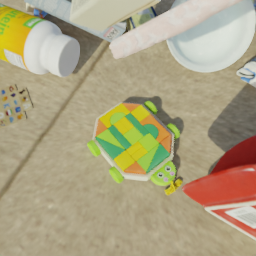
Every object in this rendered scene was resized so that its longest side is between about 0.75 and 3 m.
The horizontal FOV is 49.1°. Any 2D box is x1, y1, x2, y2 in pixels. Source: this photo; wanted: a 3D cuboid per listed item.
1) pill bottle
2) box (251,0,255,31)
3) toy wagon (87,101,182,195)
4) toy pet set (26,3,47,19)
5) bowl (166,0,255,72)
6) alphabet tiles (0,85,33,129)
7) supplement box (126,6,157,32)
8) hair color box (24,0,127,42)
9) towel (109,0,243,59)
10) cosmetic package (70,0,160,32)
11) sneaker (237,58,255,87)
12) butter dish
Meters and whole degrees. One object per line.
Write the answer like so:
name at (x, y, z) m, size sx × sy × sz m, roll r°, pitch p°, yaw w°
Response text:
pill bottle at (-2.768, -2.390, 7.854) m, size 2.634 × 1.463 × 1.463 m, roll 23°, pitch 64°, yaw 12°
box at (3.088, -3.858, 8.991) m, size 2.484 × 0.495 × 1.701 m, roll -9°, pitch 76°, yaw -5°
toy wagon at (0.340, 0.475, 6.867) m, size 2.001 × 0.510 × 2.579 m, roll -36°, pitch 67°, yaw -17°
toy pet set at (-2.615, -3.955, 8.666) m, size 0.858 × 1.509 × 1.616 m, roll -5°, pitch 90°, yaw -26°
bowl at (2.215, -2.879, 8.007) m, size 2.419 × 2.419 × 1.087 m, roll -1°, pitch 23°, yaw 0°
alphabet tiles at (-3.445, -0.559, 7.688) m, size 1.503 × 0.048 × 1.251 m, roll -23°, pitch 64°, yaw -12°
supplement box at (0.449, -3.277, 8.833) m, size 0.867 × 0.583 × 0.868 m, roll -14°, pitch 63°, yaw -7°
hair color box at (-1.369, -3.745, 8.107) m, size 2.774 × 0.841 × 1.373 m, roll 18°, pitch 67°, yaw -28°
towel at (0.983, -1.962, 4.832) m, size 2.371 × 0.382 × 2.264 m, roll -23°, pitch 17°, yaw 20°
cosmetic package at (-0.260, -2.400, 4.668) m, size 0.727 × 1.990 × 1.030 m, roll 8°, pitch 91°, yaw -30°
sneaker at (3.841, -1.935, 7.992) m, size 1.508 × 0.829 × 2.059 m, roll -7°, pitch 49°, yaw 10°
butter dish at (2.310, 0.778, 4.127) m, size 2.221 × 2.227 × 1.646 m, roll 30°, pitch 68°, yaw -2°
